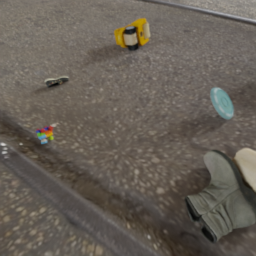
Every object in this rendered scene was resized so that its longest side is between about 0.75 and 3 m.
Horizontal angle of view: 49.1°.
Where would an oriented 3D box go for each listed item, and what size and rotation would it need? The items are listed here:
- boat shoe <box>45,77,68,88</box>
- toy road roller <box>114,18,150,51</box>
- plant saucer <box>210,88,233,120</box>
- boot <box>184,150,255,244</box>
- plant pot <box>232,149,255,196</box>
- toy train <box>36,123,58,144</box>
[{"bbox_3d":[-3.014,-1.950,11.983,1.041,0.381,0.326,-19,77,-33],"label":"boat shoe"},{"bbox_3d":[0.139,-4.959,14.854,1.404,1.182,1.924,15,43,33],"label":"toy road roller"},{"bbox_3d":[3.441,-0.915,10.137,1.279,0.175,1.279,21,55,-33],"label":"plant saucer"},{"bbox_3d":[2.217,1.658,7.451,1.643,0.852,2.515,-15,41,-9],"label":"boot"},{"bbox_3d":[3.540,1.242,7.661,1.370,1.370,1.254,-19,32,-21],"label":"plant pot"},{"bbox_3d":[-2.618,0.182,9.393,0.366,0.501,0.866,-2,15,43],"label":"toy train"}]
